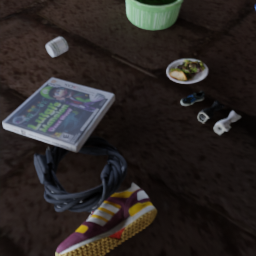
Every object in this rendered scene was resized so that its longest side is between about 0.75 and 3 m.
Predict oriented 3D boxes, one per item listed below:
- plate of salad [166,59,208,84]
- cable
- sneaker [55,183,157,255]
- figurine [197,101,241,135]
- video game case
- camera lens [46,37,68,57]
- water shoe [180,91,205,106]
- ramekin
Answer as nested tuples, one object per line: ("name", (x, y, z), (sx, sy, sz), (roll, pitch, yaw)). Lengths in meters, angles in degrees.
("plate of salad", (2.263, -2.257, 10.763), (1.574, 0.378, 1.574), (-6, 46, 6))
("cable", (-1.223, 1.209, 7.803), (2.407, 0.749, 2.950), (-14, 33, -26))
("sneaker", (-0.643, 2.373, 7.105), (2.659, 0.996, 1.198), (-20, 47, -22))
("figurine", (3.117, -0.401, 9.456), (1.080, 0.477, 1.107), (-35, 61, -28))
("video game case", (-2.166, -0.586, 9.297), (2.588, 0.332, 2.847), (16, 44, 13))
("camera lens", (-2.910, -3.334, 11.540), (0.764, 0.611, 0.611), (-38, 62, -25))
("water shoe", (2.296, -1.088, 9.994), (0.933, 0.368, 0.334), (-20, 56, -15))
("ramekin", (1.144, -5.710, 12.823), (2.685, 1.311, 2.685), (1, 55, -2))
